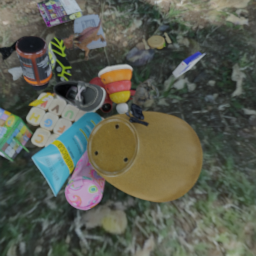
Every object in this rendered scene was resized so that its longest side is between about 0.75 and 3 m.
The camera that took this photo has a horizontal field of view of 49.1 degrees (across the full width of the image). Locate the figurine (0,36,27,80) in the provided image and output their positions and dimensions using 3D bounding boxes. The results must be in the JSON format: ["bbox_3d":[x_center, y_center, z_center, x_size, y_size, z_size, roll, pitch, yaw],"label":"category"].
[{"bbox_3d":[-3.938,-2.499,10.163,0.551,1.280,1.249,7,38,39],"label":"figurine"}]

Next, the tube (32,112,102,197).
[{"bbox_3d":[-1.488,0.464,7.401,0.707,1.087,2.807,-19,21,27],"label":"tube"}]

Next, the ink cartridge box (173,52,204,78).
[{"bbox_3d":[1.714,-1.831,7.986,0.573,1.210,0.224,-33,90,-12],"label":"ink cartridge box"}]

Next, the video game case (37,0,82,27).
[{"bbox_3d":[-3.021,-5.196,12.284,1.597,0.315,1.762,-22,54,-11],"label":"video game case"}]

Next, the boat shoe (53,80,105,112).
[{"bbox_3d":[-1.525,-0.973,8.240,0.692,2.427,0.811,16,90,-35],"label":"boat shoe"}]

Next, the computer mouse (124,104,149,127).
[{"bbox_3d":[0.108,-0.283,6.011,0.529,0.173,0.753,15,32,-31],"label":"computer mouse"}]

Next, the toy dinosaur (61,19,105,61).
[{"bbox_3d":[-1.631,-3.457,10.661,1.914,1.297,0.821,-42,75,4],"label":"toy dinosaur"}]

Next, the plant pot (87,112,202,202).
[{"bbox_3d":[0.314,0.646,7.491,2.742,2.942,2.742,-6,77,25],"label":"plant pot"}]

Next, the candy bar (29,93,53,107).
[{"bbox_3d":[-2.488,-0.781,7.993,0.946,0.236,0.105,-22,71,34],"label":"candy bar"}]

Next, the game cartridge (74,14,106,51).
[{"bbox_3d":[-1.671,-4.048,11.874,1.175,0.357,1.763,-11,63,-9],"label":"game cartridge"}]

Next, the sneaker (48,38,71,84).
[{"bbox_3d":[-2.519,-2.370,10.286,0.656,0.665,1.740,-8,92,-28],"label":"sneaker"}]

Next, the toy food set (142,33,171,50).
[{"bbox_3d":[1.180,-3.566,11.723,1.091,0.219,0.753,-15,57,-1],"label":"toy food set"}]

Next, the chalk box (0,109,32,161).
[{"bbox_3d":[-4.091,0.195,9.240,1.957,1.218,1.212,24,66,10],"label":"chalk box"}]

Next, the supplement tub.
[{"bbox_3d":[-2.861,-1.927,8.671,0.886,1.656,0.886,4,55,-5],"label":"supplement tub"}]

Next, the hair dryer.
[{"bbox_3d":[-0.280,-1.241,9.262,2.106,0.751,2.765,15,33,21],"label":"hair dryer"}]

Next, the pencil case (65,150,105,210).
[{"bbox_3d":[-1.124,1.269,7.987,1.010,1.010,2.310,1,22,0],"label":"pencil case"}]

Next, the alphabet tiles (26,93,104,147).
[{"bbox_3d":[-2.155,-0.271,9.824,2.538,0.185,2.482,23,65,1],"label":"alphabet tiles"}]

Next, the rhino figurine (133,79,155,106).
[{"bbox_3d":[0.387,-0.940,6.944,0.475,0.325,1.086,-23,31,30],"label":"rhino figurine"}]

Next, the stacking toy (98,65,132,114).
[{"bbox_3d":[-0.261,-1.057,8.122,1.003,1.003,1.373,-11,87,-6],"label":"stacking toy"}]

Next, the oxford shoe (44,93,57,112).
[{"bbox_3d":[-2.884,-0.824,10.231,0.385,0.369,1.042,36,70,10],"label":"oxford shoe"}]
